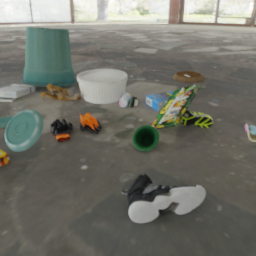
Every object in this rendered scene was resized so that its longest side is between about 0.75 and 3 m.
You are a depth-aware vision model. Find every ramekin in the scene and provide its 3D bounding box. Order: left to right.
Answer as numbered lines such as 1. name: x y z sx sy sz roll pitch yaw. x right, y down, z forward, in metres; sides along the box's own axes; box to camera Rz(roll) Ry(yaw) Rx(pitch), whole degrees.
1. ramekin: -1.245 -2.045 13.751 2.479 1.154 2.479 0 27 0

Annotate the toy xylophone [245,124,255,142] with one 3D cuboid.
1. toy xylophone: 4.997 0.304 9.818 1.696 0.426 1.241 3 27 6

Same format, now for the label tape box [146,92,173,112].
1. label tape box: 1.687 -1.252 12.939 1.442 0.477 1.033 -12 29 -27

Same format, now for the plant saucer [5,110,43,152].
1. plant saucer: -2.992 0.032 7.915 1.293 0.177 1.293 -9 63 19

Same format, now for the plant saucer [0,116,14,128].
1. plant saucer: -4.838 -0.269 11.270 2.056 0.195 0.719 -13 29 -23

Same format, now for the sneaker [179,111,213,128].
1. sneaker: 2.572 -0.384 11.166 1.568 0.591 0.599 19 23 13

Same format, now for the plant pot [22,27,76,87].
1. plant pot: -4.335 -3.950 15.314 2.937 2.877 2.937 3 18 -1

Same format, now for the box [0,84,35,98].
1. box: -5.698 -1.869 14.089 1.318 0.348 1.691 4 19 12

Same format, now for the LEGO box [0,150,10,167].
1. LEGO box: -4.138 0.934 8.693 0.753 0.291 0.561 20 33 35

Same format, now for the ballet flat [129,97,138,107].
1. ballet flat: 0.287 -1.223 13.038 0.347 0.345 1.014 10 27 2

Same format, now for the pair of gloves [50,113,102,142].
1. pair of gloves: -2.014 -0.031 10.743 1.865 0.231 1.662 -14 31 -20

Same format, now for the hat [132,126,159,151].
1. hat: 0.681 0.493 9.823 0.908 0.964 1.096 14 65 17

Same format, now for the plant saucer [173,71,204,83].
1. plant saucer: 3.647 -3.110 16.934 1.858 0.274 1.858 0 27 0

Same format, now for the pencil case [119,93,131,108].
1. pencil case: -0.140 -1.310 13.076 0.402 0.439 0.967 19 30 3

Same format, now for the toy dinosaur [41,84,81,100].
1. toy dinosaur: -3.542 -1.710 13.792 2.861 0.864 1.519 24 9 34

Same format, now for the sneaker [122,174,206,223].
1. sneaker: 0.830 1.565 6.881 1.975 0.745 1.124 -11 30 -15

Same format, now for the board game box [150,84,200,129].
1. board game box: 1.837 -0.823 10.838 1.190 0.266 2.271 -14 32 49

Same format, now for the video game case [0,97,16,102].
1. video game case: -6.003 -1.467 13.763 0.922 0.108 0.838 1 26 1
